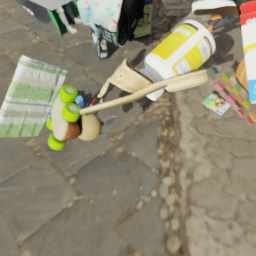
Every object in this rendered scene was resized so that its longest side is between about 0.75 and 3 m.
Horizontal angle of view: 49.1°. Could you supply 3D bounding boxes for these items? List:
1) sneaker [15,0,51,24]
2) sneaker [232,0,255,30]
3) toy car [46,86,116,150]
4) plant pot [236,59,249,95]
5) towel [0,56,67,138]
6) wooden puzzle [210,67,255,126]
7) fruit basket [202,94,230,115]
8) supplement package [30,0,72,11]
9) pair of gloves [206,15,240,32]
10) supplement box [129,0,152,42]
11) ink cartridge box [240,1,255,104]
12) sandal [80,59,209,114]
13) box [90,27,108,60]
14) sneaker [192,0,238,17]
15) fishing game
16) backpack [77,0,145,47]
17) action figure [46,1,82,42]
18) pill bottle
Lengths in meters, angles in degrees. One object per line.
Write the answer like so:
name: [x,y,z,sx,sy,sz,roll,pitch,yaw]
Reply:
sneaker: [-3.618,-4.645,10.619,0.570,1.626,0.667,-41,51,9]
sneaker: [3.559,-4.295,8.990,1.308,0.753,2.507,16,83,19]
toy car: [-1.028,-0.140,6.570,1.436,1.180,1.133,10,43,-30]
plant pot: [3.717,-1.204,7.211,1.545,1.545,1.081,1,38,1]
towel: [-2.397,-0.680,6.802,0.309,2.012,1.501,34,13,23]
wooden puzzle: [2.558,-0.829,6.749,1.669,0.117,0.990,48,42,-1]
fruit basket: [3.113,-0.855,9.846,0.786,0.369,0.728,34,55,25]
supplement package: [-2.334,-4.311,8.045,1.125,1.117,1.482,-17,2,19]
pair of gloves: [3.673,-4.225,10.850,1.486,0.206,1.667,-15,30,35]
supplement box: [0.163,-5.348,13.191,1.193,1.776,1.778,-21,50,-19]
ink cartridge box: [3.252,-1.815,6.083,1.390,2.392,0.804,-7,-1,25]
sandal: [0.187,-0.953,5.417,2.544,0.837,0.933,-13,4,15]
box: [-1.252,-4.078,11.926,0.399,1.834,1.469,-12,48,-14]
sneaker: [3.294,-4.598,10.295,1.815,0.661,0.768,3,75,4]
fishing game: [-2.281,-0.659,9.699,2.216,0.345,1.587,6,46,16]
backpack: [-0.455,-4.373,9.327,2.088,2.774,2.462,24,83,0]
action figure: [-2.591,-4.700,9.753,0.793,2.898,1.712,0,57,26]
pill bottle: [0.990,-1.466,6.275,1.773,0.986,0.986,-43,56,-6]
